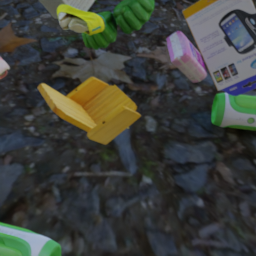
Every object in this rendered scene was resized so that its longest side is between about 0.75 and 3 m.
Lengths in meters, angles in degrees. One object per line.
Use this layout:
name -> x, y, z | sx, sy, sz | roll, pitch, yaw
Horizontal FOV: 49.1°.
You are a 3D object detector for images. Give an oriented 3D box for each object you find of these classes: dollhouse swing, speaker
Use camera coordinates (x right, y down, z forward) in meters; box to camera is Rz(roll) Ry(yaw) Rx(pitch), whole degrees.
dollhouse swing -> -0.707, -0.547, 5.008 | 1.182, 1.144, 1.301 | -39, 47, -4
speaker -> 4.257, -0.454, 9.181 | 2.798, 1.237, 1.237 | 7, 46, 7
speaker -> -2.886, 2.732, 6.121 | 2.633, 1.164, 1.164 | 10, 47, 9

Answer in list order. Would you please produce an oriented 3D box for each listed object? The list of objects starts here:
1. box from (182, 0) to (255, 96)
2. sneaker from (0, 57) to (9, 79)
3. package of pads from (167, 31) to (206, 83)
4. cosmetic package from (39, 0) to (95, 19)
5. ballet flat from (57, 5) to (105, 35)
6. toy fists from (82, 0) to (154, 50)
box -> 2.496, -2.055, 6.755 | 1.466, 2.462, 0.511 | -23, 6, 26
sneaker -> -3.099, -1.473, 6.124 | 0.634, 0.880, 1.684 | -42, 34, 3
package of pads -> 1.407, -1.652, 6.668 | 0.462, 1.221, 0.736 | -21, 61, 31
cosmetic package -> -2.311, -5.041, 9.803 | 1.595, 1.917, 1.604 | 24, 78, 37
ballet flat -> -1.182, -2.326, 6.102 | 1.552, 0.519, 0.520 | 26, 60, 32
toy fists -> -0.380, -3.667, 9.598 | 2.832, 0.974, 1.443 | -19, 45, 26
